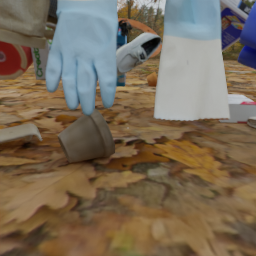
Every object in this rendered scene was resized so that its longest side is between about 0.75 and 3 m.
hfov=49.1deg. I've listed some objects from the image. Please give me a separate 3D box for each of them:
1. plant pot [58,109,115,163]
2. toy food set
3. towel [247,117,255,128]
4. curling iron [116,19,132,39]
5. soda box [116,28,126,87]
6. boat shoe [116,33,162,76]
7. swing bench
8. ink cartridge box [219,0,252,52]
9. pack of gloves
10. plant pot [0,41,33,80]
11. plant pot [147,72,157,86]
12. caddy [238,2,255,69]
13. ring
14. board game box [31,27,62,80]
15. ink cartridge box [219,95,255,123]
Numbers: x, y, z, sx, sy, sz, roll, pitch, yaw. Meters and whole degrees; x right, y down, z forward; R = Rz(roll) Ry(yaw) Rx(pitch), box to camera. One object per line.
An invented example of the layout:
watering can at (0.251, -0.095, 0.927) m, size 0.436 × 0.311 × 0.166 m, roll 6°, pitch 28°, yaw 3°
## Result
plant pot at (-0.906, 0.242, 5.773) m, size 0.913 × 1.052 × 1.052 m, roll -24°, pitch 25°, yaw -20°
toy food set at (-2.737, 0.280, 6.661) m, size 1.254 × 0.379 × 0.900 m, roll -15°, pitch 21°, yaw -18°
towel at (4.338, -0.041, 7.749) m, size 1.131 × 0.294 × 1.707 m, roll -5°, pitch 17°, yaw -23°
curling iron at (-0.383, -2.030, 7.146) m, size 0.480 × 1.937 × 0.248 m, roll 5°, pitch -26°, yaw 39°
soda box at (-0.344, -2.120, 8.472) m, size 0.566 × 1.763 × 0.598 m, roll 2°, pitch 46°, yaw 2°
boat shoe at (0.210, -1.724, 6.462) m, size 0.537 × 0.526 × 1.507 m, roll 19°, pitch 56°, yaw 45°
swing bench at (-1.366, -2.513, 4.244) m, size 1.430 × 2.192 × 2.204 m, roll 24°, pitch 26°, yaw 9°
ink cartridge box at (2.599, -3.444, 8.922) m, size 2.204 × 0.524 × 2.230 m, roll 29°, pitch -13°, yaw -9°
pack of gloves at (0.129, -1.495, 3.559) m, size 2.318 × 2.760 × 0.545 m, roll 1°, pitch -13°, yaw -4°
plant pot at (-2.785, -2.081, 6.484) m, size 1.789 × 1.789 × 1.583 m, roll 0°, pitch 47°, yaw -1°
plant pot at (1.394, -2.750, 16.078) m, size 0.551 × 0.787 × 0.787 m, roll -14°, pitch 15°, yaw 9°
caddy at (3.155, -2.081, 5.672) m, size 1.142 × 2.175 × 1.538 m, roll 26°, pitch -10°, yaw 26°
ring at (0.120, -3.619, 11.411) m, size 2.572 × 0.247 × 2.572 m, roll 9°, pitch 50°, yaw -11°
board game box at (-1.668, -2.641, 6.522) m, size 0.480 × 2.776 × 1.752 m, roll 3°, pitch 19°, yaw 19°
ink cartridge box at (3.406, -0.656, 9.159) m, size 1.096 × 0.629 × 1.509 m, roll 1°, pitch 17°, yaw 4°
